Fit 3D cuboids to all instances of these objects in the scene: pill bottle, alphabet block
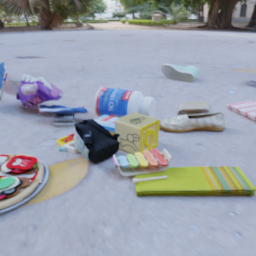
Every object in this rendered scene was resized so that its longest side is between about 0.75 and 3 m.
[{"bbox_3d":[-0.105,-0.860,10.776,2.175,1.220,1.220,9,26,19],"label":"pill bottle"},{"bbox_3d":[0.277,0.180,8.796,1.027,1.004,1.009,20,33,35],"label":"alphabet block"}]

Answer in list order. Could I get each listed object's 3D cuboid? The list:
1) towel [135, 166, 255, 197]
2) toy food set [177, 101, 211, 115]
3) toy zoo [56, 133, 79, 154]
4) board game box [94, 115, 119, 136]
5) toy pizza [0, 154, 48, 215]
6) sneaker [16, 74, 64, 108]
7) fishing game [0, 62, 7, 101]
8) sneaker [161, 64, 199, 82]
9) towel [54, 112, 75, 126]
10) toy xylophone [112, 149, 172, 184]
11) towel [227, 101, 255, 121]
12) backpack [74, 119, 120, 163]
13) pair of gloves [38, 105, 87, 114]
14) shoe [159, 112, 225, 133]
[{"bbox_3d":[1.602,1.352,7.173,2.857,0.258,1.229,-1,19,0],"label":"towel"},{"bbox_3d":[2.772,-0.766,11.723,1.341,0.405,0.962,-1,23,18],"label":"toy food set"},{"bbox_3d":[-1.664,0.444,9.218,0.977,0.152,1.489,21,31,38],"label":"toy zoo"},{"bbox_3d":[-0.576,-0.063,9.877,1.266,0.361,1.293,11,19,22],"label":"board game box"},{"bbox_3d":[-3.444,1.246,7.092,2.746,0.435,2.746,0,24,0],"label":"toy pizza"},{"bbox_3d":[-3.741,-1.340,11.480,2.902,1.167,1.283,17,72,46],"label":"sneaker"},{"bbox_3d":[-5.676,-1.911,12.021,0.409,1.884,2.631,12,-2,-15],"label":"fishing game"},{"bbox_3d":[3.157,-3.413,16.909,2.248,0.827,1.326,24,38,24],"label":"sneaker"},{"bbox_3d":[-2.441,-0.385,10.765,0.753,0.389,0.910,-3,24,-8],"label":"towel"},{"bbox_3d":[0.420,0.969,7.352,1.566,0.393,1.147,-9,22,-19],"label":"toy xylophone"},{"bbox_3d":[5.244,-0.694,11.657,1.401,0.286,1.915,-8,23,-18],"label":"towel"},{"bbox_3d":[-1.072,0.374,8.366,1.179,0.894,1.413,-16,43,-39],"label":"backpack"},{"bbox_3d":[-2.583,-0.761,11.044,1.839,0.261,2.288,-1,8,-13],"label":"pair of gloves"},{"bbox_3d":[2.329,-0.263,10.184,2.407,0.642,0.841,-1,24,-1],"label":"shoe"}]
